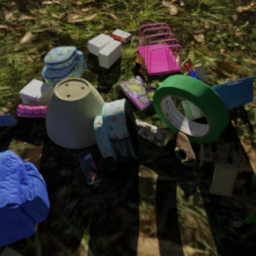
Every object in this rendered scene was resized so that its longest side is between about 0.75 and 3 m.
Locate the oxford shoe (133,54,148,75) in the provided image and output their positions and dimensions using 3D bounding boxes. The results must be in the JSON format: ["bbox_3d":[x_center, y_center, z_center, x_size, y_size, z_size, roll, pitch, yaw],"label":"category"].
[{"bbox_3d":[0.534,-3.314,14.194,0.542,0.543,1.521,16,36,-36],"label":"oxford shoe"}]

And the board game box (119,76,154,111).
[{"bbox_3d":[0.532,-1.626,12.952,1.132,0.305,1.886,-22,53,-23],"label":"board game box"}]

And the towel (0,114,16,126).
[{"bbox_3d":[-5.206,-0.314,11.427,1.079,0.781,0.129,-3,60,-4],"label":"towel"}]

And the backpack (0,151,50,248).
[{"bbox_3d":[-3.588,1.969,8.547,2.043,1.978,2.435,-18,45,-13],"label":"backpack"}]

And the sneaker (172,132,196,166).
[{"bbox_3d":[1.985,0.723,10.499,0.597,0.557,1.580,9,40,-35],"label":"sneaker"}]

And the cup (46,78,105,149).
[{"bbox_3d":[-2.083,-0.803,11.100,2.687,1.922,2.687,0,48,0],"label":"cup"}]

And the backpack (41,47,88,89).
[{"bbox_3d":[-3.112,-2.844,13.240,1.799,1.445,1.966,5,54,22],"label":"backpack"}]

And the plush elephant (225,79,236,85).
[{"bbox_3d":[4.707,-1.761,12.739,0.813,0.865,1.050,-3,17,-21],"label":"plush elephant"}]

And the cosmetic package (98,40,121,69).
[{"bbox_3d":[-0.937,-3.862,14.664,0.590,0.820,1.453,20,52,18],"label":"cosmetic package"}]

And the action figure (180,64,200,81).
[{"bbox_3d":[3.255,-2.097,13.078,0.688,0.544,2.103,-4,53,-50],"label":"action figure"}]

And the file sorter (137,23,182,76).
[{"bbox_3d":[1.585,-4.122,14.401,1.705,1.539,2.454,-9,48,-8],"label":"file sorter"}]

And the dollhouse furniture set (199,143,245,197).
[{"bbox_3d":[3.278,1.449,9.918,1.435,1.087,1.637,8,26,7],"label":"dollhouse furniture set"}]

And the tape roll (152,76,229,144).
[{"bbox_3d":[2.213,-0.608,10.223,2.809,2.809,0.675,30,64,25],"label":"tape roll"}]

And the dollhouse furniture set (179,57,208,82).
[{"bbox_3d":[3.354,-2.842,13.558,1.111,1.057,0.906,-1,35,50],"label":"dollhouse furniture set"}]

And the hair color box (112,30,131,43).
[{"bbox_3d":[-0.397,-5.368,16.382,0.983,0.314,0.545,27,53,25],"label":"hair color box"}]

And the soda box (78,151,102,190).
[{"bbox_3d":[-1.374,1.503,9.993,0.476,0.426,1.345,-18,51,-16],"label":"soda box"}]

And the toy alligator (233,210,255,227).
[{"bbox_3d":[4.014,2.805,8.822,1.427,0.387,0.423,-13,49,-12],"label":"toy alligator"}]

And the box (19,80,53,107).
[{"bbox_3d":[-4.053,-1.506,12.574,1.051,0.687,1.045,19,50,17],"label":"box"}]

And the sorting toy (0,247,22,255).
[{"bbox_3d":[-3.406,3.768,7.943,1.047,0.143,0.590,33,64,-2],"label":"sorting toy"}]

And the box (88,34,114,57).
[{"bbox_3d":[-1.482,-4.538,15.406,0.883,0.616,1.159,32,55,26],"label":"box"}]

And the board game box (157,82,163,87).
[{"bbox_3d":[2.086,-2.047,13.451,1.232,0.144,0.645,-16,52,-14],"label":"board game box"}]

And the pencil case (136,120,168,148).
[{"bbox_3d":[0.800,0.199,11.074,1.461,0.568,0.653,24,85,22],"label":"pencil case"}]

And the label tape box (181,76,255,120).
[{"bbox_3d":[3.596,-1.080,10.832,2.019,2.800,0.886,-15,88,-13],"label":"label tape box"}]

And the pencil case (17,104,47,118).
[{"bbox_3d":[-4.017,-0.738,11.959,1.326,0.602,0.621,4,47,7],"label":"pencil case"}]

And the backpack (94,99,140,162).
[{"bbox_3d":[-0.402,0.020,10.054,1.525,1.989,1.748,-4,26,7],"label":"backpack"}]
